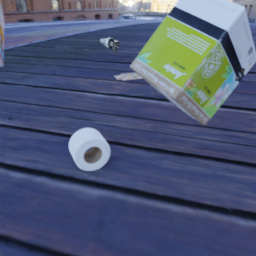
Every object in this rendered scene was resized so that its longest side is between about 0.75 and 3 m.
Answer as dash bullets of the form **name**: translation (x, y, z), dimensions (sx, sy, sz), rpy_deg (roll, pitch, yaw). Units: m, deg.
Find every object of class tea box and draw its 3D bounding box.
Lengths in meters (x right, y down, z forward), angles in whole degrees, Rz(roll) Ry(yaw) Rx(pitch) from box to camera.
- **tea box**: translation (1.570, -1.479, 6.343), dimensions (1.429, 2.104, 2.138), rpy_deg (43, 11, 32)

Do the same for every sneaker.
- **sneaker**: translation (-0.664, -3.027, 10.078), dimensions (0.479, 0.416, 1.081), rpy_deg (22, 6, 18)

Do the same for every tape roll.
- **tape roll**: translation (-1.109, 0.610, 7.989), dimensions (1.043, 1.043, 0.716), rpy_deg (-11, 28, -21)

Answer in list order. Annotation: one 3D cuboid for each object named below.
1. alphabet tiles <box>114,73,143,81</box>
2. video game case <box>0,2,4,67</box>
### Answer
- **alphabet tiles**: translation (-0.039, -2.982, 16.305), dimensions (1.436, 0.054, 1.200), rpy_deg (-9, 28, -18)
- **video game case**: translation (-4.006, -3.002, 8.641), dimensions (0.158, 1.807, 1.292), rpy_deg (-1, -18, -16)
